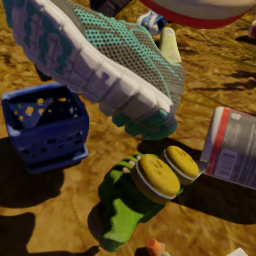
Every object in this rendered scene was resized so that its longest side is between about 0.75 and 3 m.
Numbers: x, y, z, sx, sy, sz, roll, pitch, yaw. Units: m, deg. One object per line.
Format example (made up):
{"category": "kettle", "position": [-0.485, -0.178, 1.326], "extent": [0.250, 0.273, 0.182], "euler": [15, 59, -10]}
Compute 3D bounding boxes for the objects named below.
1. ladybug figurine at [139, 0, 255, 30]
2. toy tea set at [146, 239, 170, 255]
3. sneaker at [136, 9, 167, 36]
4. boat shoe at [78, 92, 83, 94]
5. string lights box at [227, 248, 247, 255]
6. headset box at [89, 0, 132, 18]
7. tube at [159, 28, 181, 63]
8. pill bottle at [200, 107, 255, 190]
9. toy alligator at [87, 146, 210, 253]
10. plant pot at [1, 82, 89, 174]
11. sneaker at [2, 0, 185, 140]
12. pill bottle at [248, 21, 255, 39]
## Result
{"category": "ladybug figurine", "position": [1.009, -2.527, 4.930], "extent": [2.622, 0.943, 1.780], "euler": [35, 64, 18]}
{"category": "toy tea set", "position": [0.454, 2.543, 4.874], "extent": [0.706, 0.439, 1.187], "euler": [-8, 34, 39]}
{"category": "sneaker", "position": [1.408, -5.094, 13.250], "extent": [1.122, 1.009, 2.728], "euler": [21, 53, 22]}
{"category": "boat shoe", "position": [-1.314, -1.817, 9.538], "extent": [2.178, 0.782, 0.825], "euler": [-28, 48, -29]}
{"category": "string lights box", "position": [1.923, 2.995, 4.059], "extent": [1.071, 0.615, 2.085], "euler": [-19, 44, -21]}
{"category": "headset box", "position": [-0.413, -4.653, 9.372], "extent": [1.888, 0.729, 1.405], "euler": [-32, 51, 30]}
{"category": "tube", "position": [1.617, -3.267, 11.446], "extent": [0.638, 0.713, 2.459], "euler": [30, 39, -22]}
{"category": "pill bottle", "position": [3.091, 0.604, 6.083], "extent": [2.778, 1.609, 1.609], "euler": [15, 43, 17]}
{"category": "toy alligator", "position": [0.331, 0.594, 3.398], "extent": [0.671, 0.925, 2.792], "euler": [48, 22, 16]}
{"category": "plant pot", "position": [-1.929, 0.026, 6.815], "extent": [1.717, 1.544, 1.717], "euler": [-17, 43, -17]}
{"category": "sneaker", "position": [-0.366, -1.123, 4.045], "extent": [2.947, 1.144, 1.344], "euler": [40, 56, -12]}
{"category": "pill bottle", "position": [6.081, -4.222, 12.375], "extent": [1.276, 0.729, 0.729], "euler": [28, 48, 29]}
